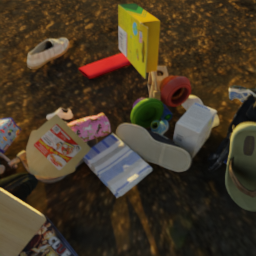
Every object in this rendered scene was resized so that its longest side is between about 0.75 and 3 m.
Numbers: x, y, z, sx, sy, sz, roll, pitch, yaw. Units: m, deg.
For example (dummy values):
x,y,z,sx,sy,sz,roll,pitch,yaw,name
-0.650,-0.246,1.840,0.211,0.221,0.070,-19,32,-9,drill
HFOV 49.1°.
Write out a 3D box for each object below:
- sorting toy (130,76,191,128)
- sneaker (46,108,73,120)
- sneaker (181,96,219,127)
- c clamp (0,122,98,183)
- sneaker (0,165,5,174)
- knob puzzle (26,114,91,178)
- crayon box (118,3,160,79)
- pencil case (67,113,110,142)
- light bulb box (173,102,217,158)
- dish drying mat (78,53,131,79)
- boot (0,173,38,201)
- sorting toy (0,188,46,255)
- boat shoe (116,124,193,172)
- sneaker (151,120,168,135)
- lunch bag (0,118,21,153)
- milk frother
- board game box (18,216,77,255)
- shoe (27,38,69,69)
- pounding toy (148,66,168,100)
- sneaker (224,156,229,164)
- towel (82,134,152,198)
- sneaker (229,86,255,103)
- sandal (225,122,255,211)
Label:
x,y,z,sx,sy,sz,roll,pitch,yaw,name
1.012,-0.970,9.714,2.415,1.451,0.991,-31,50,-4,sorting toy
-2.453,-0.516,9.928,0.916,0.455,0.357,-13,47,-12,sneaker
2.361,-0.557,9.849,0.836,0.628,1.678,-28,52,-24,sneaker
-2.429,0.603,8.833,2.737,0.371,2.338,-33,56,-32,c clamp
-4.081,1.348,8.241,0.459,0.300,0.799,19,44,19,sneaker
-2.195,0.705,8.191,1.850,0.257,1.850,2,81,-14,knob puzzle
0.388,-3.071,9.722,0.696,1.741,2.742,-12,40,-15,crayon box
-1.380,0.101,8.895,1.682,0.728,0.696,-21,60,-21,pencil case
2.061,0.079,8.809,0.772,1.226,1.237,28,51,24,light bulb box
-0.671,-2.806,12.258,2.827,0.257,1.086,-26,42,-21,dish drying mat
-3.994,1.536,7.526,2.452,0.907,2.009,-38,63,-25,boot
-3.246,2.192,6.095,1.966,1.978,0.688,-51,29,-12,sorting toy
0.802,0.611,8.802,2.649,0.962,0.831,24,10,28,boat shoe
1.066,-0.099,9.388,0.372,0.611,0.935,11,45,29,sneaker
-4.426,0.189,9.225,1.347,0.633,1.014,5,50,26,lunch bag
4.042,0.624,8.130,2.532,2.429,2.692,31,96,27,milk frother
-1.955,3.007,6.626,1.076,0.275,1.588,-35,55,-29,board game box
-3.592,-3.554,12.724,0.885,0.676,2.531,23,50,21,shoe
1.205,-1.627,10.362,0.698,1.340,1.525,1,48,-5,pounding toy
3.720,1.169,8.193,1.908,0.718,0.841,27,55,36,sneaker
-0.373,1.037,8.333,1.388,0.225,1.890,-34,56,-24,towel
4.478,-1.210,10.435,1.424,0.549,0.539,15,24,26,sneaker
2.859,1.094,6.746,1.041,2.622,0.748,-3,33,21,sandal
